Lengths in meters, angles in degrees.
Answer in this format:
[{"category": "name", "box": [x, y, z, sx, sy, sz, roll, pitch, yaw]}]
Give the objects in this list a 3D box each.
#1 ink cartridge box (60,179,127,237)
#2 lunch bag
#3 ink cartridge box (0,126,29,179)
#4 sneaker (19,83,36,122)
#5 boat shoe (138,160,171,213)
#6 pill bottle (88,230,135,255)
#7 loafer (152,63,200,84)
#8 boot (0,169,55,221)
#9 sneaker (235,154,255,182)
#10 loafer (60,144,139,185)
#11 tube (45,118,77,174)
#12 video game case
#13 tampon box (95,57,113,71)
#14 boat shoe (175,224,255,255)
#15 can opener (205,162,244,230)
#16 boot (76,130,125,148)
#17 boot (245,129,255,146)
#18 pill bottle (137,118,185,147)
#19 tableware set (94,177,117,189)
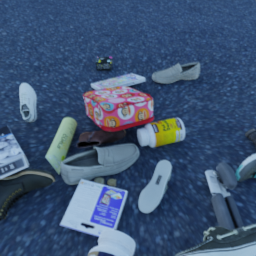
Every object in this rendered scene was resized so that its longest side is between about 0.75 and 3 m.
[{"category": "ink cartridge box", "box": [-0.959, 2.359, 8.104, 1.527, 0.334, 1.541, 12, 49, 12]}, {"category": "lunch bag", "box": [-0.267, -0.875, 10.590, 2.362, 1.099, 2.682, -16, 25, -21]}, {"category": "ink cartridge box", "box": [-4.856, 1.047, 8.835, 2.789, 0.605, 2.763, -25, 31, -23]}, {"category": "sneaker", "box": [-3.963, -1.013, 10.938, 0.603, 0.635, 1.578, -14, 86, 6]}, {"category": "boat shoe", "box": [0.892, 1.829, 8.503, 0.605, 0.545, 1.712, 22, 70, 27]}, {"category": "pill bottle", "box": [-0.533, 3.456, 6.394, 1.146, 1.146, 1.980, 11, 43, 12]}, {"category": "loafer", "box": [2.252, -2.636, 13.140, 2.342, 0.817, 0.819, -12, 44, -12]}, {"category": "boot", "box": [-3.283, 2.069, 8.244, 2.133, 0.826, 1.475, -10, 47, 9]}, {"category": "sneaker", "box": [4.446, 1.309, 8.962, 2.197, 0.852, 1.002, -20, 50, -18]}, {"category": "loafer", "box": [-0.865, 1.044, 9.110, 2.684, 0.936, 0.938, -19, 47, -19]}, {"category": "tube", "box": [-2.321, 0.531, 9.852, 0.652, 0.583, 2.246, 25, 38, -13]}, {"category": "video game case", "box": [-0.477, -2.035, 12.582, 2.093, 0.189, 1.499, -18, 24, -19]}, {"category": "tampon box", "box": [-1.187, -3.198, 13.947, 0.752, 0.475, 0.564, 0, 42, 8]}, {"category": "boat shoe", "box": [2.310, 3.032, 7.008, 2.948, 1.042, 0.939, -3, 43, -15]}, {"category": "can opener", "box": [2.831, 2.016, 7.987, 0.679, 0.852, 2.547, 16, 33, -11]}, {"category": "boot", "box": [-0.898, 0.401, 9.675, 1.638, 0.593, 1.363, -6, 12, 0]}, {"category": "boot", "box": [5.006, 0.470, 10.173, 1.292, 0.447, 1.124, -19, 52, -14]}, {"category": "pill bottle", "box": [1.165, 0.192, 10.076, 1.595, 0.872, 0.872, -12, 44, -13]}, {"category": "tableware set", "box": [-0.722, 1.865, 8.861, 0.843, 0.098, 0.704, 0, 41, 2]}]
